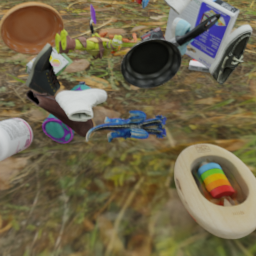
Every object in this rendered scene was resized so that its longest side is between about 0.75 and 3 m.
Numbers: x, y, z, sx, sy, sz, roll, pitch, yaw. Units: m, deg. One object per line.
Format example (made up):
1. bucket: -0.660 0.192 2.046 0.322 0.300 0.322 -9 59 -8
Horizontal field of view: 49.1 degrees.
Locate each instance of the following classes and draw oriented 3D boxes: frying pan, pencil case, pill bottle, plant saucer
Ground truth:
1. frying pan: 0.859 -2.107 7.336 1.693 2.800 0.456 10 47 -25
2. pencil case: -1.955 -0.576 9.898 1.167 1.075 2.526 -10 32 25
3. pill bottle: -2.874 0.293 6.315 0.823 0.823 1.452 7 12 9
4. plant saucer: -3.565 -3.710 10.431 2.320 2.320 0.434 -16 65 -20

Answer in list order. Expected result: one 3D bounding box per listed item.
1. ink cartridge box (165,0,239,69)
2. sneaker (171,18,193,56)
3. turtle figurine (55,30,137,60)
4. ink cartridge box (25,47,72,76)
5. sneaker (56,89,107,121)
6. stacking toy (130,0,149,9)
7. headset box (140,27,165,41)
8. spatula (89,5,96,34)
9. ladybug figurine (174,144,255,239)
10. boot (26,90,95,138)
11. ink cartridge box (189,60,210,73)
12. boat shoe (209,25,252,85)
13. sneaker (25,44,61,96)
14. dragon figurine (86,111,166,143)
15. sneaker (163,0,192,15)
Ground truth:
1. ink cartridge box: 2.663 -3.906 10.809 2.557 2.581 0.560 40 63 20
2. sneaker: 2.085 -3.251 10.505 0.744 1.817 0.672 37 82 27
3. turtle figurine: -0.990 -2.312 7.843 1.939 0.774 2.404 -7 22 -27
4. ink cartridge box: -2.617 -2.197 9.533 0.832 0.475 1.602 42 58 -7
5. sneaker: -0.977 -0.511 6.823 1.387 0.511 0.802 -12 56 -40
6. stacking toy: -0.165 -5.267 10.358 2.031 1.179 1.115 10 9 0
7. headset box: 0.805 -2.521 8.383 0.655 0.880 0.340 -23 -3 8
8. spatula: -1.237 -3.646 9.668 0.189 0.520 1.842 -3 -1 -10
9. ladybug figurine: 2.173 1.543 7.084 1.939 1.027 2.856 -7 39 -2
10. boot: -1.785 -0.358 7.394 1.719 0.622 1.430 37 11 37
11. ink cartridge box: 3.681 -3.239 14.079 1.065 0.374 1.310 12 43 15
12. boat shoe: 3.116 -2.090 8.302 0.717 2.029 0.646 -13 64 -15
13. sneaker: -2.358 -1.663 8.420 0.963 1.814 0.678 31 49 -12
14. dragon figurine: 0.065 -0.024 6.066 1.030 0.610 2.072 -10 -8 36
15. sneaker: 1.395 -3.868 8.182 1.150 0.665 0.424 54 17 26
